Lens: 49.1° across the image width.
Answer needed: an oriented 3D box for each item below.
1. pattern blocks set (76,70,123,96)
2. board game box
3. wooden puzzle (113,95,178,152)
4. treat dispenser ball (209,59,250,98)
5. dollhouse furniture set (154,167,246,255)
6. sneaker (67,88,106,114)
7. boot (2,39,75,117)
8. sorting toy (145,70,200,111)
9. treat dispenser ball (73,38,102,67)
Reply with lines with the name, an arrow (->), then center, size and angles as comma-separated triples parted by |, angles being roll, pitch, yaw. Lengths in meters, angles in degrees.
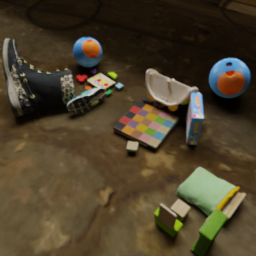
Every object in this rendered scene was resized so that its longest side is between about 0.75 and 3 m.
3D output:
pattern blocks set -> -1.099, -1.829, 11.224 | 1.517, 0.140, 1.726 | -27, 51, -25
board game box -> 2.106, -0.283, 8.966 | 0.336, 1.177, 1.202 | 5, 46, 5
wooden puzzle -> 0.631, -0.136, 9.513 | 1.640, 0.194, 2.766 | 25, 50, 23
treat dispenser ball -> 3.735, -1.829, 10.361 | 1.436, 1.436, 1.436 | 0, 45, 0
dollhouse furniture set -> 1.892, 1.735, 6.999 | 1.481, 1.134, 2.261 | 33, 54, 28
sneaker -> -1.553, -1.003, 10.223 | 1.628, 0.631, 0.649 | -31, 33, -33
boot -> -3.282, -1.977, 10.309 | 2.291, 1.095, 3.034 | -11, 72, -14
sorting toy -> 1.764, -1.357, 10.200 | 1.895, 1.012, 1.706 | 31, 28, 32
treat dispenser ball -> -1.719, -3.196, 11.859 | 1.214, 1.214, 1.214 | 0, 45, 0
